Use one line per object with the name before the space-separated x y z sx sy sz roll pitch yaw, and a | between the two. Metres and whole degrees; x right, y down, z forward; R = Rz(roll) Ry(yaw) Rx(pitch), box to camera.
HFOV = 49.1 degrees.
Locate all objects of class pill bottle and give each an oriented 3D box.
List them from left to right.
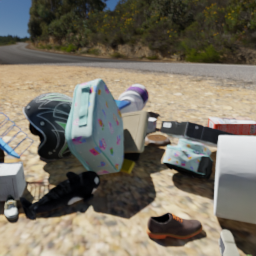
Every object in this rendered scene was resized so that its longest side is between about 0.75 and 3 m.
pill bottle | 0.229 -1.347 14.380 1.314 1.314 2.359 5 22 14

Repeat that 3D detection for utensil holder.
utensil holder | 3.027 1.099 5.883 2.261 1.922 1.922 4 18 17

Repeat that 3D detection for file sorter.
file sorter | -3.300 0.216 7.769 1.109 0.680 0.770 41 -10 8

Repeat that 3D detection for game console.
game console | -0.151 0.464 9.958 1.860 1.636 1.083 8 -25 25

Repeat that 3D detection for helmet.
helmet | -2.344 -0.164 9.132 2.070 1.974 2.070 11 31 -7

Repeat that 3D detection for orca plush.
orca plush | -1.570 1.380 6.871 2.110 0.750 1.110 -11 20 -30

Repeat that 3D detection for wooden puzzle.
wooden puzzle | -0.214 0.204 9.198 1.857 0.322 2.753 3 56 27

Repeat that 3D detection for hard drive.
hard drive | 2.557 0.313 8.868 2.676 0.506 1.870 13 -1 -17

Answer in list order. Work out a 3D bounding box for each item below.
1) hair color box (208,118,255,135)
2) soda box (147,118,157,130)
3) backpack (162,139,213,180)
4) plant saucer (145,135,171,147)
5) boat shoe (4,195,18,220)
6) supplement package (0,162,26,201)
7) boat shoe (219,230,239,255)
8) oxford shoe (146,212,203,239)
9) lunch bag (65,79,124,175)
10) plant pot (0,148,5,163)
hair color box | 4.363 -0.078 11.832 1.732 0.554 0.960 1 17 -2
soda box | 0.628 -0.245 12.582 1.288 0.410 0.439 10 20 27
backpack | 1.656 0.849 7.828 1.297 0.994 1.140 6 -9 27
plant saucer | 1.105 0.458 10.731 1.081 0.198 1.081 1 18 0
boat shoe | -2.683 1.795 6.371 0.290 0.266 0.777 -9 20 -27
supplement package | -3.336 1.346 6.995 1.299 0.739 0.711 -2 19 -6
boat shoe | 1.787 2.241 5.005 0.290 0.250 0.798 12 37 -2
oxford shoe | 0.959 1.940 5.633 1.173 0.425 0.417 -2 17 -12
lunch bag | -0.919 -0.083 8.099 0.975 2.028 2.529 -16 49 17
plant pot | -4.475 0.647 7.904 1.721 1.738 1.738 24 29 39
